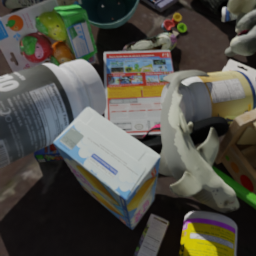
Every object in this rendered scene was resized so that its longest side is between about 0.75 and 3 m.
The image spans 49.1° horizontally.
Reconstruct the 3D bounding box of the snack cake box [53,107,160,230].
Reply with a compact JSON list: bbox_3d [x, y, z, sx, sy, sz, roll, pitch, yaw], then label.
[{"bbox_3d":[-0.280,0.906,5.226,1.475,2.566,0.862,33,68,19],"label":"snack cake box"}]

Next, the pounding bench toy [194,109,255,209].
[{"bbox_3d":[2.849,1.006,5.637,2.907,1.806,2.268,-22,61,-13],"label":"pounding bench toy"}]

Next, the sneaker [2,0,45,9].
[{"bbox_3d":[-3.324,-4.606,9.790,2.096,0.807,0.893,-28,66,-16],"label":"sneaker"}]

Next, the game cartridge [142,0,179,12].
[{"bbox_3d":[0.950,-4.919,10.219,1.052,0.312,1.623,-38,68,-24],"label":"game cartridge"}]

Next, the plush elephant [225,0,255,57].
[{"bbox_3d":[3.666,-2.672,7.981,2.632,2.168,2.038,-58,27,4],"label":"plush elephant"}]

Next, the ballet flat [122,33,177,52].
[{"bbox_3d":[0.709,-2.479,8.467,1.881,0.669,0.650,-19,89,-11],"label":"ballet flat"}]

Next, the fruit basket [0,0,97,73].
[{"bbox_3d":[-2.038,-2.168,7.419,2.358,2.184,1.106,-34,48,-21],"label":"fruit basket"}]

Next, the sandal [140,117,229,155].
[{"bbox_3d":[0.851,0.202,5.859,2.381,0.894,0.537,-21,59,15],"label":"sandal"}]

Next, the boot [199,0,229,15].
[{"bbox_3d":[3.283,-4.875,9.931,2.115,0.796,1.581,-37,62,-15],"label":"boot"}]

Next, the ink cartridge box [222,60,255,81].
[{"bbox_3d":[2.843,-1.055,7.670,0.923,0.530,1.575,27,62,13],"label":"ink cartridge box"}]

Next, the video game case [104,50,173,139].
[{"bbox_3d":[0.318,-0.931,7.207,1.857,0.227,2.597,-2,63,-2],"label":"video game case"}]

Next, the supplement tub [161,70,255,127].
[{"bbox_3d":[1.789,-0.551,6.242,1.838,1.327,1.327,-10,58,-17],"label":"supplement tub"}]

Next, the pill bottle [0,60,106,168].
[{"bbox_3d":[-2.046,-0.369,5.893,2.929,1.668,1.668,-28,61,-30],"label":"pill bottle"}]

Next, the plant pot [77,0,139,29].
[{"bbox_3d":[-0.623,-4.040,8.883,2.059,1.387,2.059,0,90,4],"label":"plant pot"}]

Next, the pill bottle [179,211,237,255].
[{"bbox_3d":[1.397,2.612,5.070,1.020,1.020,1.957,13,57,8],"label":"pill bottle"}]

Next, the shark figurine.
[{"bbox_3d":[0.858,0.252,5.346,1.840,1.285,3.080,-6,75,-38],"label":"shark figurine"}]

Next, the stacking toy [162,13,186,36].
[{"bbox_3d":[1.533,-3.361,9.373,0.758,0.320,0.686,-34,90,-16],"label":"stacking toy"}]

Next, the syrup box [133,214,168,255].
[{"bbox_3d":[0.442,2.315,5.639,0.416,0.402,1.022,21,60,13],"label":"syrup box"}]

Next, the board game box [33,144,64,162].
[{"bbox_3d":[-1.571,-0.236,7.255,1.492,0.380,2.204,-4,58,-3],"label":"board game box"}]

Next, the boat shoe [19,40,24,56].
[{"bbox_3d":[-3.307,-2.636,8.569,0.737,0.736,2.037,-25,57,-6],"label":"boat shoe"}]

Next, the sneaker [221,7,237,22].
[{"bbox_3d":[3.517,-3.702,9.108,0.810,0.446,1.106,8,25,25],"label":"sneaker"}]
